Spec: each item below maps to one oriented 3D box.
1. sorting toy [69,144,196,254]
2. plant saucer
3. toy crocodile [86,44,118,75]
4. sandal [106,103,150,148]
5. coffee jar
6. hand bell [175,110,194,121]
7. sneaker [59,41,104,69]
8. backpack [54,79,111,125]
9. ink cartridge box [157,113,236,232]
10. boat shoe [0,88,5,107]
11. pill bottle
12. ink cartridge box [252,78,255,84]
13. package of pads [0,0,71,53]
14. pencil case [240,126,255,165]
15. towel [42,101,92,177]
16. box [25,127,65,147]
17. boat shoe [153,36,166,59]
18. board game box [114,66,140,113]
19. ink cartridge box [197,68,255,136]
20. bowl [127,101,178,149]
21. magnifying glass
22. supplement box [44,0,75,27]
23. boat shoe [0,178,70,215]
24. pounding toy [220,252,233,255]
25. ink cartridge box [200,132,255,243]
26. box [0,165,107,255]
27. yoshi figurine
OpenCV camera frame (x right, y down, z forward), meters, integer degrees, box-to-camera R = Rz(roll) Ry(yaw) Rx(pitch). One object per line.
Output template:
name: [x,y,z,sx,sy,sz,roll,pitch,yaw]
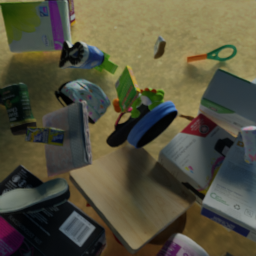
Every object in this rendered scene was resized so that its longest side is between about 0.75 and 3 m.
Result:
sorting toy: [0.074,1.779,7.360,2.415,0.845,2.429,-22,54,-40]
plant saucer: [0.791,2.411,7.709,1.622,0.287,1.622,0,56,0]
toy crocodile: [-1.319,-2.724,10.910,2.166,0.669,0.731,29,102,16]
sandal: [0.039,-0.275,9.105,0.561,0.935,2.490,33,56,17]
coffee jar: [-3.092,-0.504,7.938,0.729,0.596,1.398,-14,92,22]
hand bell: [1.831,-0.407,9.513,1.061,0.553,0.553,15,57,-6]
sneaker: [-1.392,-2.053,8.294,0.966,0.851,2.166,8,11,-34]
backpack: [-1.360,-0.840,8.762,1.100,1.450,1.737,-53,34,-5]
ink cartridge box: [2.489,1.182,8.012,2.728,1.130,1.988,39,65,23]
boat shoe: [-4.485,-1.120,9.839,1.827,0.606,0.683,30,62,18]
pill bottle: [0.850,3.666,6.287,1.287,1.287,2.292,36,64,21]
ink cartridge box: [4.809,-0.922,9.840,1.330,0.393,1.662,-37,63,-22]
package of pads: [-3.518,-3.921,10.952,2.452,1.894,0.836,-3,25,-3]
pencil case: [2.933,0.404,6.672,0.370,0.890,0.404,-20,14,-37]
towel: [-1.575,0.281,6.978,1.564,0.264,1.637,-19,72,35]
box: [-2.036,0.204,6.785,1.208,0.423,0.388,2,82,46]
boat shoe: [1.111,-2.898,10.108,0.380,1.074,0.372,-17,72,-14]
board game box: [-0.033,-0.950,6.882,0.201,0.642,1.343,22,31,-24]
ink cartridge box: [3.068,-0.588,8.249,1.746,2.403,1.051,27,84,14]
bowl: [0.711,-0.043,7.761,1.643,1.643,0.323,-34,72,-20]
magnifying glass: [3.276,-2.834,10.983,1.911,0.761,0.214,-7,60,8]
supplement box: [-2.825,-5.409,11.441,0.992,2.316,1.278,-2,28,-1]
boat shoe: [-2.089,1.614,6.122,1.659,0.500,0.627,-13,37,-7]
pounding toy: [1.883,3.945,5.582,1.122,2.155,2.453,29,61,17]
ink cartridge box: [3.393,1.499,6.500,2.586,0.570,2.634,23,49,25]
box: [-2.115,2.574,6.817,2.788,1.600,1.842,31,59,18]
yoshi figurine: [0.415,-0.747,8.580,1.648,0.923,0.926,-4,84,33]
